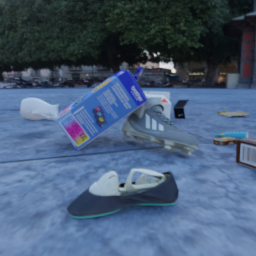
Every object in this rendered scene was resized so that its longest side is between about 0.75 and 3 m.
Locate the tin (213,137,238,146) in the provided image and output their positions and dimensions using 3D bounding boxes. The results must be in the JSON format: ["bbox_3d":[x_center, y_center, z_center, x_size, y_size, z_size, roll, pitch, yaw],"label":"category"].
[{"bbox_3d":[3.011,0.408,8.672,0.839,0.176,0.470,-5,16,-25],"label":"tin"}]

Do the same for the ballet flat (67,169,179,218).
[{"bbox_3d":[-0.054,0.958,4.406,1.808,0.660,0.660,-3,11,-16],"label":"ballet flat"}]

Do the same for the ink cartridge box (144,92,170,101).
[{"bbox_3d":[1.396,-1.449,15.824,1.608,1.180,1.174,4,9,25],"label":"ink cartridge box"}]

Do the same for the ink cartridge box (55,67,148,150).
[{"bbox_3d":[-0.654,-0.790,8.686,2.967,1.132,2.024,-34,14,-2],"label":"ink cartridge box"}]

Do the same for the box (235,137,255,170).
[{"bbox_3d":[3.476,0.551,6.603,1.734,0.650,0.868,-7,12,-26],"label":"box"}]

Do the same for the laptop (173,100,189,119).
[{"bbox_3d":[2.461,-0.847,12.872,0.421,0.816,0.723,-15,10,-28],"label":"laptop"}]

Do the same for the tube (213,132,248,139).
[{"bbox_3d":[3.441,0.255,9.363,1.053,0.265,0.408,3,-3,38],"label":"tube"}]

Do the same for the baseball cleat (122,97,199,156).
[{"bbox_3d":[0.885,-0.168,7.977,2.837,1.510,0.989,12,-13,47],"label":"baseball cleat"}]

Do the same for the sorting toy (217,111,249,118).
[{"bbox_3d":[5.461,-0.723,14.826,1.135,0.204,1.524,-7,12,-13],"label":"sorting toy"}]

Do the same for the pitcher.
[{"bbox_3d":[-4.182,-0.785,13.204,1.697,1.029,1.456,8,18,-14],"label":"pitcher"}]

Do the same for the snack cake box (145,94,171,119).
[{"bbox_3d":[0.984,-0.978,13.419,1.706,0.997,2.967,4,14,0],"label":"snack cake box"}]
